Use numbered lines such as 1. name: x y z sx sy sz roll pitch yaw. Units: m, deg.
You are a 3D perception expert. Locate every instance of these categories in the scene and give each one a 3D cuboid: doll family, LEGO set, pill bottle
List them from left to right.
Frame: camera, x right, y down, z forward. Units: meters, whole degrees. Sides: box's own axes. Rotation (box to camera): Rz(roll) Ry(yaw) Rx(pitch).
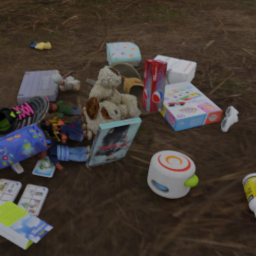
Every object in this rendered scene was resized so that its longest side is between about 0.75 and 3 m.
1. LEGO set: -3.374 1.377 8.683 2.174 0.714 2.910 11 40 -2
2. doll family: -2.232 0.168 9.531 1.713 1.163 2.964 7 29 -21
3. pill bottle: 3.599 1.887 7.653 0.669 0.669 1.190 3 37 5

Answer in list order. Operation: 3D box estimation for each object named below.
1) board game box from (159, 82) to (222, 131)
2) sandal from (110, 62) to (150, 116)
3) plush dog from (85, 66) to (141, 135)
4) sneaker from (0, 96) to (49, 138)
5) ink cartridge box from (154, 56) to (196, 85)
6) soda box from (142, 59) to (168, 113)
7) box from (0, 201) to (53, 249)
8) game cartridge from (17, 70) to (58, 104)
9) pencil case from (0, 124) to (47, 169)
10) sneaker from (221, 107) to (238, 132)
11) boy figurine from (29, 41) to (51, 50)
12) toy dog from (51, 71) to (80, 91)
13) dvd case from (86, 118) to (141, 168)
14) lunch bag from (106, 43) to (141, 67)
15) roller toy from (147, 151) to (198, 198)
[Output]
1. board game box: 2.253 -0.994 11.625 2.000 0.527 2.614 -12 38 -15
2. sandal: 0.209 -1.473 10.795 0.994 2.475 0.668 -33 19 3
3. plush dog: -0.828 -0.610 9.434 1.825 2.275 1.954 -14 43 27
4. sneaker: -3.644 -0.373 9.243 2.264 0.990 0.835 -35 82 -13
5. ink cartridge box: 2.105 -2.746 13.709 2.031 0.841 1.488 17 40 22
6. soda box: 0.913 -1.463 9.819 0.619 1.768 0.561 -9 27 -24
7. box: -2.533 2.254 6.495 1.328 0.316 0.809 27 12 9
8. game cartridge: -4.078 -1.934 12.995 1.656 0.490 2.555 -2 36 -9
9. pencil case: -3.514 0.614 8.134 2.192 0.952 0.855 -22 45 -13
10. sneaker: 3.794 -0.264 10.313 0.491 0.988 0.385 26 -7 -11
11. boy figurine: -5.392 -5.049 17.171 1.325 0.427 0.824 8 35 15
12. toy dog: -2.741 -2.195 12.280 1.229 0.898 1.863 0 -5 -11
13. dvd case: -0.459 0.465 8.387 1.344 1.842 0.203 -11 55 -32
14. lunch bag: -0.271 -3.822 14.911 1.630 1.167 1.913 -6 32 -10
15. roller toy: 1.221 1.354 8.117 1.267 0.970 1.389 3 28 -9
